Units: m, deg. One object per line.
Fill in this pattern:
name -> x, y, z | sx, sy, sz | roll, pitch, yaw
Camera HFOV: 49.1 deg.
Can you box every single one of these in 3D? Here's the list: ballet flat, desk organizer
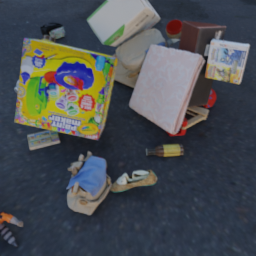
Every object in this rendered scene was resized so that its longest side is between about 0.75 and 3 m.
ballet flat -> 0.115, 1.574, 8.578 | 1.508, 0.492, 0.532 | -15, 24, 7
desk organizer -> 2.501, -2.360, 10.406 | 1.070, 2.983, 1.148 | -9, 36, -19

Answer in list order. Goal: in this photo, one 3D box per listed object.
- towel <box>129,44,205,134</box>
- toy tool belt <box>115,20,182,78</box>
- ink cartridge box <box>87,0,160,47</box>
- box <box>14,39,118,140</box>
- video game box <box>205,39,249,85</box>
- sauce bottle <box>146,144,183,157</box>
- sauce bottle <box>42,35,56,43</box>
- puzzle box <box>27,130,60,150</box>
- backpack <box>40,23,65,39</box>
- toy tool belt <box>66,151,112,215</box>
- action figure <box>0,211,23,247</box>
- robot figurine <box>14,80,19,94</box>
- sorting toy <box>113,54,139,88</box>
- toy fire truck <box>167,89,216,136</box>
towel -> 1.284, -1.541, 10.298 | 0.466, 2.759, 2.888 | 10, 16, -35
toy tool belt -> 1.077, -3.297, 12.209 | 2.992, 1.839, 1.868 | -28, 64, 5
ink cartridge box -> -0.069, -4.553, 11.805 | 1.249, 2.169, 2.972 | 54, 21, 0
box -> -2.056, -1.368, 9.729 | 2.871, 2.765, 1.751 | 12, 15, -2
video game box -> 3.259, -2.200, 9.328 | 1.183, 1.299, 0.304 | 19, 37, 27
sauce bottle -> 1.273, 0.798, 9.810 | 1.280, 0.414, 0.414 | -2, 41, -4
sauce bottle -> -3.449, -2.833, 11.505 | 0.595, 0.595, 1.840 | 11, 84, 13
puzzle box -> -3.164, 0.419, 10.462 | 1.102, 0.140, 0.733 | -14, 44, -16
backpack -> -4.593, -5.947, 17.291 | 1.319, 0.835, 1.101 | -27, 49, -26
toy tool belt -> -1.134, 1.407, 8.411 | 1.318, 1.297, 2.110 | 9, 42, 11
action figure -> -3.844, 2.688, 7.535 | 1.836, 0.993, 1.898 | 29, 76, 38
robot figurine -> -4.118, -1.770, 12.038 | 0.902, 1.355, 1.598 | 50, 25, -2
sorting toy -> 0.408, -2.965, 13.891 | 2.850, 0.520, 2.638 | 30, 60, 26
toy fire truck -> 2.564, -0.806, 11.448 | 2.878, 0.702, 2.030 | -14, 43, -17
